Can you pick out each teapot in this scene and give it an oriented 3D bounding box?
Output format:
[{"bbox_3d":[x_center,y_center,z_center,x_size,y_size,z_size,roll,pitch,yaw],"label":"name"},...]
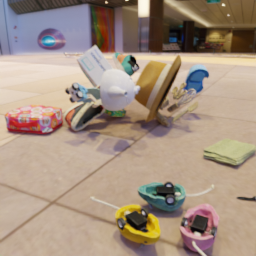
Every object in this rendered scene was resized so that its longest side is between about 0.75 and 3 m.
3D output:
[{"bbox_3d":[-0.216,-1.226,9.188,1.083,1.463,1.483,3,58,13],"label":"teapot"}]

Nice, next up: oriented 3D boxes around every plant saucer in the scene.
[{"bbox_3d":[-1.413,-1.248,10.293,0.991,0.191,0.991,-11,-24,-5],"label":"plant saucer"}]

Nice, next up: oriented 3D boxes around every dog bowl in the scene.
[{"bbox_3d":[3.009,-2.162,12.512,0.899,1.613,0.400,4,56,-5],"label":"dog bowl"}]

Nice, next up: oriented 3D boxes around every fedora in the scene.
[{"bbox_3d":[1.040,-1.700,11.204,1.224,3.001,3.001,28,25,8],"label":"fedora"}]

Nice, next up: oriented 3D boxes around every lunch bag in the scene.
[{"bbox_3d":[-3.764,-0.326,11.112,2.008,0.823,1.769,5,20,13],"label":"lunch bag"}]

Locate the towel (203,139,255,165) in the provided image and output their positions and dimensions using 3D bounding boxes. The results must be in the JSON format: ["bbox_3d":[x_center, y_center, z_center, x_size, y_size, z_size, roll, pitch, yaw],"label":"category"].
[{"bbox_3d":[3.218,0.753,8.853,1.200,0.295,1.618,16,26,41],"label":"towel"}]

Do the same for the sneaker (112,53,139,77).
[{"bbox_3d":[-0.085,-2.816,12.296,0.920,0.821,2.302,-27,36,4],"label":"sneaker"}]

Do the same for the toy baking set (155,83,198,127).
[{"bbox_3d":[1.925,-0.977,11.752,0.299,1.973,2.571,31,16,-24],"label":"toy baking set"}]

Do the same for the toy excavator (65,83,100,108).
[{"bbox_3d":[-1.508,-1.110,9.634,0.505,0.983,1.010,-28,-2,39],"label":"toy excavator"}]

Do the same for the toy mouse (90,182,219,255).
[{"bbox_3d":[0.964,1.749,5.642,2.382,0.519,2.680,-16,25,-37],"label":"toy mouse"}]

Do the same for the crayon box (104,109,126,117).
[{"bbox_3d":[-0.637,-0.766,12.513,0.634,0.311,1.068,29,16,28],"label":"crayon box"}]

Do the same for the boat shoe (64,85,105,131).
[{"bbox_3d":[-1.285,-0.912,11.304,2.777,0.989,0.869,-37,44,-14],"label":"boat shoe"}]

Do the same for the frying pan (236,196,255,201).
[{"bbox_3d":[3.123,1.640,6.564,0.987,0.161,0.597,17,25,32],"label":"frying pan"}]

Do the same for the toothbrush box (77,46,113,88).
[{"bbox_3d":[-1.371,-2.562,13.284,1.085,1.863,2.545,-38,6,-5],"label":"toothbrush box"}]
